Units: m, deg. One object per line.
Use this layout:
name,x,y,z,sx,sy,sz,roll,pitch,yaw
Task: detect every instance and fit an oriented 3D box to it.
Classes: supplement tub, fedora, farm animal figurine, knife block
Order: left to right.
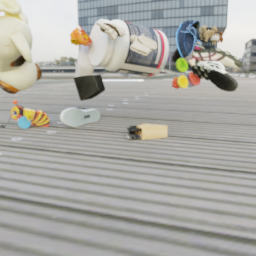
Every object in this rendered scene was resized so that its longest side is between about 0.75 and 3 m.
supplement tub,0.025,-3.328,11.856,2.952,2.071,2.071,2,10,-32
knife block,0.603,0.175,9.706,1.296,0.415,1.138,6,15,23
fedora,2.131,-2.779,10.725,0.494,1.095,0.968,22,37,-22
farm animal figurine,2.891,-3.385,9.985,1.031,0.537,1.019,25,35,28

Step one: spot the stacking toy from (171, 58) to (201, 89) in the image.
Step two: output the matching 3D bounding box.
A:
stacking toy,2.087,-1.997,10.475,1.219,1.104,0.515,-12,0,-35

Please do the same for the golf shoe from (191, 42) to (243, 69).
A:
golf shoe,3.421,-2.881,11.867,2.708,1.193,1.045,24,22,15

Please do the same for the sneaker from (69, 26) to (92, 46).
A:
sneaker,-1.983,-3.616,11.493,0.763,0.722,1.979,-42,29,6

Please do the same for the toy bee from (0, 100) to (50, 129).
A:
toy bee,-4.245,-0.537,11.288,2.080,1.131,1.362,-9,17,-35

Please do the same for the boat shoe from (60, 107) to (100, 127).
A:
boat shoe,-2.276,-0.500,12.072,1.003,0.781,2.209,8,8,34

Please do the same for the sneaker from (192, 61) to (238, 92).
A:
sneaker,3.169,-1.926,9.728,0.837,0.701,1.892,-30,47,-18

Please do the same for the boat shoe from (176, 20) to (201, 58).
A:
boat shoe,1.974,-3.024,9.067,0.664,0.814,1.934,-10,47,28

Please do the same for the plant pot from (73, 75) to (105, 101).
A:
plant pot,-1.334,-1.519,10.086,0.757,0.854,0.852,-16,5,22

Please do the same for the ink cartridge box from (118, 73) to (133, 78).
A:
ink cartridge box,0.109,-3.876,14.267,1.556,2.108,0.903,-36,45,-21

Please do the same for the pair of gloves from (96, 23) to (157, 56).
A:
pair of gloves,0.028,-3.128,9.571,2.045,0.359,1.739,29,29,6

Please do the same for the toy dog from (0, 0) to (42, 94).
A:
toy dog,-3.849,-2.514,9.422,2.717,2.802,1.955,30,57,15

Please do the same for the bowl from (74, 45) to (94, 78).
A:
bowl,-2.005,-3.044,13.109,0.730,1.952,1.955,10,-28,-15
